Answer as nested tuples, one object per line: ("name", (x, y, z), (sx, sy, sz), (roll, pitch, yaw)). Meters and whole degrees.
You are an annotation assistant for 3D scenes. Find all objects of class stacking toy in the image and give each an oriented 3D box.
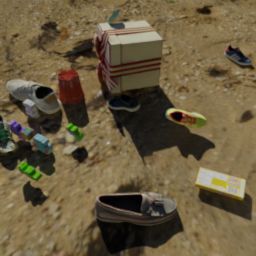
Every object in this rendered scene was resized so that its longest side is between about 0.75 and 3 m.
("stacking toy", (-3.266, 0.370, 9.421), (2.980, 0.700, 2.247), (26, 51, 22))

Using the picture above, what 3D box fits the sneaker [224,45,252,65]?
("sneaker", (5.304, -3.525, 13.444), (0.538, 0.607, 1.436), (-33, 53, -29))

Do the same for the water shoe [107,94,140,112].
("water shoe", (-0.213, -1.038, 10.638), (1.537, 0.606, 0.549), (11, 43, 38))

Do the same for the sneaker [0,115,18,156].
("sneaker", (-4.254, 0.202, 9.433), (0.688, 0.793, 1.790), (-21, 48, -21))

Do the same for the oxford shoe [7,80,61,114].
("oxford shoe", (-3.815, -1.473, 11.174), (2.853, 0.824, 1.073), (27, 53, 28))

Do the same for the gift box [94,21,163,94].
("gift box", (-0.084, -2.968, 11.532), (2.482, 2.453, 2.658), (-10, 37, -12))

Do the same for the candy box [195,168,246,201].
("candy box", (2.697, 1.627, 8.203), (1.341, 0.177, 0.686), (15, 41, 18))

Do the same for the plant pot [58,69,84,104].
("plant pot", (-2.339, -1.705, 11.236), (1.075, 1.046, 1.075), (0, 44, 0))

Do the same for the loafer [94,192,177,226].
("loafer", (0.222, 2.106, 7.511), (2.270, 0.714, 0.816), (-2, 44, -2))

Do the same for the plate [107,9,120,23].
("plate", (-0.581, -4.682, 11.789), (0.099, 0.777, 0.777), (44, 52, -4))

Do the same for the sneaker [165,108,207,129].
("sneaker", (2.020, -0.294, 9.745), (1.467, 0.573, 0.663), (12, 6, 4))
